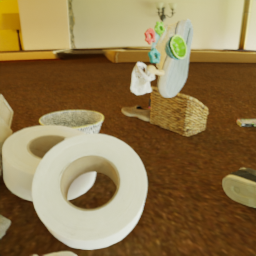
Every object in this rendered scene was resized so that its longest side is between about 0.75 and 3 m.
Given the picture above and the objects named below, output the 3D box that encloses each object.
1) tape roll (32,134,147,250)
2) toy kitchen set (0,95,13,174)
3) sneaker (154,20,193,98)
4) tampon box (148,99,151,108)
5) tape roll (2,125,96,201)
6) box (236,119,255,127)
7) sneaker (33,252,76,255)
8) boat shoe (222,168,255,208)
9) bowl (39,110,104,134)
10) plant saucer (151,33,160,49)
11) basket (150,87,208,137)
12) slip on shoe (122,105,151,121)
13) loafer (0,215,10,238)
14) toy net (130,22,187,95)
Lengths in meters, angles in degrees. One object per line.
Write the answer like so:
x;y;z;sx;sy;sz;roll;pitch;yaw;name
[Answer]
-0.827;1.350;6.283;2.470;0.864;2.470;1;56;-1;tape roll
-4.744;0.164;7.521;2.345;2.121;2.599;1;63;-2;toy kitchen set
1.176;-1.950;8.010;0.924;0.953;2.610;-1;57;36;sneaker
1.587;-1.334;15.214;0.607;0.511;0.809;17;27;36;tampon box
-2.232;0.943;8.205;2.699;0.944;2.699;9;27;-5;tape roll
5.591;-0.229;12.866;1.033;0.179;0.568;0;22;-1;box
-2.180;2.479;5.012;2.467;0.909;1.426;-11;27;-24;sneaker
3.702;1.704;6.871;0.910;0.966;2.691;-19;26;-31;boat shoe
-2.079;0.148;10.560;2.367;1.111;2.367;-1;18;0;bowl
1.161;-3.539;11.124;0.220;1.141;1.141;15;24;6;plant saucer
2.304;-0.911;12.425;1.707;1.782;2.392;-17;26;-37;basket
0.466;-0.848;13.865;0.747;0.595;1.964;-18;28;-38;slip on shoe
-3.608;2.088;6.416;1.904;0.666;0.664;15;22;15;loafer
0.401;-1.034;4.121;0.254;0.690;1.314;-4;41;47;toy net
